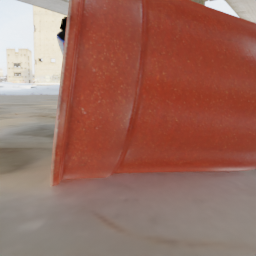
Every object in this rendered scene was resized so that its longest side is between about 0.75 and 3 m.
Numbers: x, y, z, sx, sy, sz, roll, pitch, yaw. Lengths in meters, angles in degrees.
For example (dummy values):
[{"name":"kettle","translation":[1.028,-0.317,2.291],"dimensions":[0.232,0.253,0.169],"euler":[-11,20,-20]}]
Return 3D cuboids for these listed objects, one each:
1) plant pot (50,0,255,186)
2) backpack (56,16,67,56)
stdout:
[{"name":"plant pot","translation":[0.487,-0.537,3.834],"dimensions":[2.716,2.793,2.793],"euler":[6,7,-13]},{"name":"backpack","translation":[-0.482,-2.133,7.584],"dimensions":[2.885,2.223,2.748],"euler":[-26,44,-26]}]
